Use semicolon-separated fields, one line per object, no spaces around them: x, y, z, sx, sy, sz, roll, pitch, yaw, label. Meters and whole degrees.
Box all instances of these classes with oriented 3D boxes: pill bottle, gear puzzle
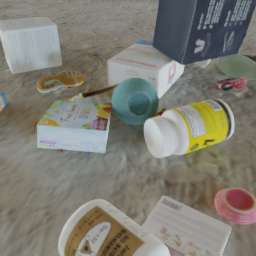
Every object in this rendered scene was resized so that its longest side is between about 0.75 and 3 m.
-0.014;1.980;4.054;1.931;1.104;1.104;26;43;34;pill bottle
-1.935;0.088;7.588;1.723;0.226;0.892;28;43;34;gear puzzle
1.474;0.015;6.889;1.994;1.140;1.140;-15;37;-20;pill bottle

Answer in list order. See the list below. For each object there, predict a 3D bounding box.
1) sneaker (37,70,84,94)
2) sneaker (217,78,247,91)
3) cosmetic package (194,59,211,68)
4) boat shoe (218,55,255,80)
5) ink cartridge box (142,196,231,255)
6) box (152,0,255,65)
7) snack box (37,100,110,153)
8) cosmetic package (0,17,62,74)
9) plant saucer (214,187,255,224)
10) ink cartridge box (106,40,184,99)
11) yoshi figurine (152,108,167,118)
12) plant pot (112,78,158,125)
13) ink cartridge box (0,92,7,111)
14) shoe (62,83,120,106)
-2.294;-1.525;9.500;1.561;0.684;0.591;-13;80;-18;sneaker
3.690;-1.608;9.883;1.056;0.426;0.394;-8;33;-10;sneaker
2.589;-3.271;11.637;1.803;0.668;0.917;31;38;14;cosmetic package
4.615;-2.267;10.507;2.462;0.878;0.741;17;34;12;boat shoe
0.941;1.903;4.887;1.357;0.303;1.195;20;39;27;ink cartridge box
2.561;-3.866;9.184;2.875;2.827;1.688;-17;43;-29;box
-1.277;-0.093;7.091;1.573;0.631;1.866;5;21;-2;snack box
-3.976;-3.412;11.366;2.017;1.688;1.678;-16;37;-23;cosmetic package
2.181;1.491;5.567;0.870;0.221;0.870;0;35;0;plant saucer
0.704;-2.165;10.064;1.907;1.117;2.639;17;37;23;ink cartridge box
0.890;-0.109;7.766;0.612;0.614;1.092;55;36;6;yoshi figurine
0.234;-0.676;7.529;1.318;1.318;0.888;-3;11;-5;plant pot
-4.277;-0.661;8.528;0.673;0.396;1.169;1;35;2;ink cartridge box
-1.109;-0.918;8.566;2.317;0.619;0.810;-11;32;-2;shoe
